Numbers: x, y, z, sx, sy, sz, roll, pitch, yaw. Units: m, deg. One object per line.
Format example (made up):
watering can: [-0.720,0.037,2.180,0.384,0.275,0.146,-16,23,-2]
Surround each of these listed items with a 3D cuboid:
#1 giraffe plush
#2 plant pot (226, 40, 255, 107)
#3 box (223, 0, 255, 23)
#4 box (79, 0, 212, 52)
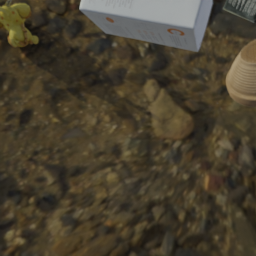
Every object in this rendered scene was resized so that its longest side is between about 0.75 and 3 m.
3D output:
giraffe plush: [-3.622,-3.230,9.116,1.394,1.616,1.310,-28,101,-20]
plant pot: [3.165,-1.463,6.443,1.938,0.895,1.938,-22,38,19]
box: [3.461,-3.755,6.703,0.907,2.106,1.725,39,41,27]
box: [0.374,-2.150,4.946,1.984,1.234,0.967,17,94,16]
